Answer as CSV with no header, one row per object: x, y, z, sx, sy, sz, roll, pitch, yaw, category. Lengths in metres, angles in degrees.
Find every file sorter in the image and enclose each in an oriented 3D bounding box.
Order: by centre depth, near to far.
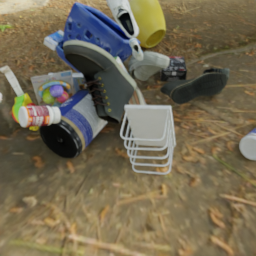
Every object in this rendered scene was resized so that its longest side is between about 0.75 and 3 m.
0.621,0.390,8.309,1.329,1.915,1.192,2,53,16,file sorter

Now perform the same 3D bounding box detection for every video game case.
-1.908,-1.596,11.178,2.216,1.586,0.200,0,60,0,video game case

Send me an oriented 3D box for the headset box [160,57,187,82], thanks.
2.117,-2.856,13.360,1.165,0.605,1.566,1,40,1,headset box

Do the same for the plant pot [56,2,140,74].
-1.328,-3.407,11.821,2.549,2.292,2.550,38,22,5,plant pot

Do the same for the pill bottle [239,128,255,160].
4.392,0.426,9.309,0.842,0.842,1.456,33,41,32,pill bottle

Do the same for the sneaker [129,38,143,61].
0.278,-2.403,8.862,0.321,0.857,0.372,-27,50,8,sneaker

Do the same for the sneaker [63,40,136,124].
-0.870,-1.251,8.264,1.067,2.853,1.515,1,68,44,sneaker

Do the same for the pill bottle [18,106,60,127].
-2.294,-0.305,7.283,0.957,0.524,0.524,-6,36,-39,pill bottle

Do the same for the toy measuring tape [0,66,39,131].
-3.849,-0.937,9.827,0.907,2.466,0.907,-21,20,8,toy measuring tape

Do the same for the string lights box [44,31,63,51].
-2.944,-3.639,11.625,0.537,0.308,1.045,35,44,3,string lights box

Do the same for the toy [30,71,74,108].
-2.604,-1.116,10.132,1.350,2.345,0.554,-14,72,-14,toy

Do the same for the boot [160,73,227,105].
2.302,-1.599,10.171,2.107,0.816,1.458,-16,22,-11,boot

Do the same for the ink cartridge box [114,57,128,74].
-0.498,-2.127,10.443,0.427,1.441,0.748,-4,49,31,ink cartridge box

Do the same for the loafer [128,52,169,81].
0.693,-2.220,10.360,0.974,0.972,2.784,13,4,-18,loafer

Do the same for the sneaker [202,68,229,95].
3.432,-1.906,11.390,1.014,1.769,0.676,10,77,11,sneaker

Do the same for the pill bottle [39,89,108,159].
-1.567,-0.382,9.728,1.583,1.583,2.831,18,43,20,pill bottle

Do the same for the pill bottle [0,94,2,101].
-4.842,-0.911,8.818,1.430,0.816,0.816,17,32,-30,pill bottle

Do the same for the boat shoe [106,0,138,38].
-0.197,-4.005,9.658,0.700,1.903,0.622,-31,14,14,boat shoe

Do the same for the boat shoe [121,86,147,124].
0.121,-0.712,10.479,1.044,1.101,2.908,-20,45,-8,boat shoe

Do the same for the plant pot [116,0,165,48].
0.970,-5.544,15.310,2.680,2.680,1.902,-26,72,-27,plant pot
